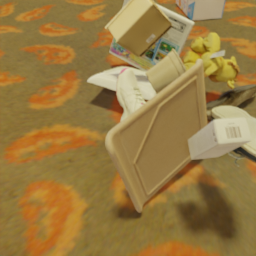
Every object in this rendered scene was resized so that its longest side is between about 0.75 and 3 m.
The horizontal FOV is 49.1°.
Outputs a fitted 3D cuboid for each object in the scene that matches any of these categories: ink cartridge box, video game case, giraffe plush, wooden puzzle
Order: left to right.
[{"bbox_3d":[0.669,-2.936,9.235,2.343,2.133,0.278,30,38,10],"label":"video game case"},{"bbox_3d":[0.748,0.209,5.774,2.619,2.423,0.488,-42,49,-21],"label":"wooden puzzle"},{"bbox_3d":[3.475,-6.650,13.765,1.641,1.685,2.621,-9,44,-9],"label":"ink cartridge box"},{"bbox_3d":[2.579,-1.828,8.171,1.345,1.431,1.658,23,7,-31],"label":"giraffe plush"}]

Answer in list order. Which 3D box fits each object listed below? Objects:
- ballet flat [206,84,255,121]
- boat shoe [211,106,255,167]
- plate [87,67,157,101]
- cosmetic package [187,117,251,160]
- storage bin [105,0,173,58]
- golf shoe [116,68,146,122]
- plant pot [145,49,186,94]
[{"bbox_3d":[3.185,-0.797,8.595,2.452,0.568,0.826,-27,13,-31],"label":"ballet flat"},{"bbox_3d":[1.945,0.189,4.748,0.712,0.588,1.902,-14,25,-8],"label":"boat shoe"},{"bbox_3d":[0.211,-1.503,8.847,2.233,0.361,2.228,20,25,19],"label":"plate"},{"bbox_3d":[1.370,0.195,4.365,0.533,1.049,0.388,-3,73,-12],"label":"cosmetic package"},{"bbox_3d":[0.347,-2.737,7.596,1.329,1.339,0.627,14,40,-56],"label":"storage bin"},{"bbox_3d":[0.202,-0.493,6.223,0.788,1.722,0.649,-3,7,40],"label":"golf shoe"},{"bbox_3d":[0.927,-1.269,6.763,0.861,0.941,0.941,-29,45,10],"label":"plant pot"}]
